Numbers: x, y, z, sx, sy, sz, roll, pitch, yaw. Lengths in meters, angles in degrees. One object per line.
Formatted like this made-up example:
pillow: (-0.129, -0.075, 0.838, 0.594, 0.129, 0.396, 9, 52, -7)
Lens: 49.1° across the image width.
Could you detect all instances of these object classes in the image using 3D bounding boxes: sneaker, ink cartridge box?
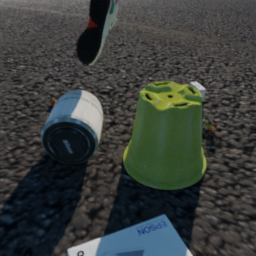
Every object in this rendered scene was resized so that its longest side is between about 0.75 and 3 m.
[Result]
sneaker: (-0.965, -3.660, 10.385, 1.014, 2.879, 1.346, 32, 32, 16)
ink cartridge box: (0.260, 3.193, 5.665, 2.531, 0.515, 2.536, -14, 36, -19)
ink cartridge box: (3.129, -1.641, 12.758, 0.353, 0.612, 0.838, -9, 36, -16)

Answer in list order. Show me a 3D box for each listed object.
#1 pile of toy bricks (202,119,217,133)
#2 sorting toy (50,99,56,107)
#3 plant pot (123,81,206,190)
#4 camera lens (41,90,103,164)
pile of toy bricks: (3.150, -0.029, 10.649, 0.400, 0.449, 0.810, 17, 9, -25)
sorting toy: (-2.954, -1.158, 12.306, 0.941, 0.324, 0.326, -5, 34, -6)
plant pot: (1.195, 0.047, 8.577, 2.709, 2.491, 2.709, 0, 35, 0)
camera lens: (-1.778, -0.051, 9.328, 1.783, 1.783, 2.229, 1, 34, 1)
